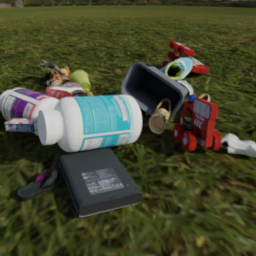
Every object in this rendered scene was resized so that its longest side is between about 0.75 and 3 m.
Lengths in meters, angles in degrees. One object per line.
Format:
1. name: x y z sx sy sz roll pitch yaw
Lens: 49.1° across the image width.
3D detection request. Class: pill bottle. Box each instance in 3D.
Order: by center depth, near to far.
1. pill bottle: -1.194 -0.156 8.728 2.989 1.656 1.656 -6 27 -31
2. pill bottle: -3.747 -0.665 10.702 2.642 1.485 1.485 20 34 32

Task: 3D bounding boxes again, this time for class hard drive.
1. hard drive: -0.889 1.378 7.942 1.692 0.399 2.424 -8 29 -23

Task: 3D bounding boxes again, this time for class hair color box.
1. hair color box: -3.493 -0.081 9.280 1.013 0.307 0.507 2 19 13

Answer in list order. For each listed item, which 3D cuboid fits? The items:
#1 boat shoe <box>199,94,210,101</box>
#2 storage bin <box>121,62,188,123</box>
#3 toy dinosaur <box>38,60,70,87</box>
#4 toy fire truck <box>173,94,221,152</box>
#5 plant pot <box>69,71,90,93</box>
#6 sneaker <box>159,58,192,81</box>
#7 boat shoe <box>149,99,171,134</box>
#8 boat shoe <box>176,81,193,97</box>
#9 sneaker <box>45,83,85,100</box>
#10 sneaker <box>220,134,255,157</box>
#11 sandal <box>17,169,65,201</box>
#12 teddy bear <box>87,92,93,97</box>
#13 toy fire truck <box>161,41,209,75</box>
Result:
1. boat shoe: 2.936 -0.817 11.796 0.794 0.715 2.202 16 32 28
2. storage bin: 1.246 -1.520 12.040 2.567 1.868 1.724 37 29 14
3. toy dinosaur: -3.923 -2.828 15.451 1.764 1.327 2.599 17 11 2
4. toy fire truck: 2.314 -0.206 9.404 1.139 1.705 2.031 0 18 -13
5. plant pot: -2.394 -2.282 14.422 1.008 1.008 0.927 -13 43 -23
6. sneaker: 2.528 -2.862 13.703 2.581 1.026 1.685 -34 7 -22
7. boat shoe: 1.278 -0.513 11.013 0.679 0.609 1.835 21 43 -2
8. boat shoe: 2.922 -2.024 14.111 0.561 0.644 1.748 -13 23 -4
9. sneaker: -2.951 -1.676 12.838 2.062 0.831 0.770 -8 59 -55
10. sneaker: 3.646 0.708 9.293 0.701 0.550 1.411 -27 29 -28
11. sandal: -2.328 1.483 7.843 0.604 0.385 1.607 19 29 30
12. teddy bear: -1.646 -0.941 11.755 1.462 1.060 0.488 -26 -11 1
13. toy fire truck: 3.628 -3.974 16.982 2.463 1.645 2.933 10 25 -22
